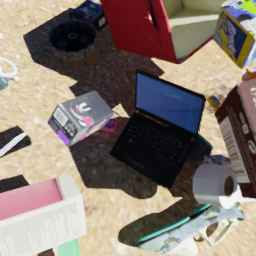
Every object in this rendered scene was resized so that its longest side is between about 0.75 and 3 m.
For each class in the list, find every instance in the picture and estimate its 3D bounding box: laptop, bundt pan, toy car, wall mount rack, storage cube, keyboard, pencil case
[{"bbox_3d":[0.626,0.027,7.167,2.031,1.183,2.291,28,84,29],"label":"laptop"},{"bbox_3d":[-1.943,-3.059,10.051,1.778,0.667,1.778,0,59,0],"label":"bundt pan"},{"bbox_3d":[2.300,-0.911,5.836,1.403,0.688,0.467,-24,68,-18],"label":"toy car"},{"bbox_3d":[-2.730,-1.226,5.001,1.717,0.640,1.491,1,49,-42],"label":"wall mount rack"},{"bbox_3d":[0.960,-3.610,7.305,2.990,2.556,2.688,-41,42,-18],"label":"storage cube"},{"bbox_3d":[-2.208,0.375,5.031,0.055,1.030,0.290,56,28,-1],"label":"keyboard"},{"bbox_3d":[-0.805,-0.179,8.389,0.916,0.415,0.429,12,94,5],"label":"pencil case"}]

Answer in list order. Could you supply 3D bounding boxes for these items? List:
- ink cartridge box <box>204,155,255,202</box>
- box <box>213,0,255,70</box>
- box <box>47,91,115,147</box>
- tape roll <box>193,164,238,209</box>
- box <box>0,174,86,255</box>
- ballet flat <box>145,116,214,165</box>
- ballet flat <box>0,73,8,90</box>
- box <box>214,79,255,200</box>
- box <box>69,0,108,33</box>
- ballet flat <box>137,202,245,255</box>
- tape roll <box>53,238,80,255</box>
[{"bbox_3d":[3.345,1.145,6.866,2.605,0.656,1.419,-1,16,-6],"label":"ink cartridge box"},{"bbox_3d":[3.086,-2.354,5.202,2.902,1.017,0.933,-31,69,-4],"label":"box"},{"bbox_3d":[-0.792,-0.182,4.818,0.578,0.502,0.946,49,40,7],"label":"box"},{"bbox_3d":[1.764,1.156,5.629,0.569,0.828,0.828,-1,48,45],"label":"tape roll"},{"bbox_3d":[-1.610,1.601,5.099,1.482,0.948,0.808,-14,28,-23],"label":"box"},{"bbox_3d":[1.124,-0.149,8.048,1.079,1.079,2.955,-32,68,-18],"label":"ballet flat"},{"bbox_3d":[-4.898,-1.766,9.234,1.940,0.709,0.709,14,59,9],"label":"ballet flat"},{"bbox_3d":[2.834,0.072,4.560,2.148,1.764,1.782,-15,77,3],"label":"box"},{"bbox_3d":[-1.457,-4.296,10.852,1.093,0.625,1.201,29,62,18],"label":"box"},{"bbox_3d":[1.563,2.392,6.479,2.730,1.014,1.014,-25,61,-12],"label":"ballet flat"},{"bbox_3d":[-2.591,3.005,6.183,2.995,0.720,2.995,0,58,1],"label":"tape roll"}]
